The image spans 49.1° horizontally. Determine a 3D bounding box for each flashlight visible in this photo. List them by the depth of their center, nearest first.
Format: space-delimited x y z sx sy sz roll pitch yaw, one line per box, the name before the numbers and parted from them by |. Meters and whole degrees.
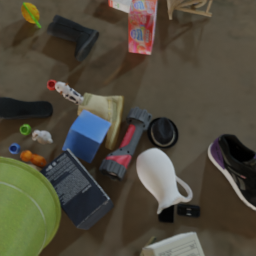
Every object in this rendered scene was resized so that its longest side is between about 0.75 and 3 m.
flashlight | -0.094 0.465 9.257 0.854 0.851 2.515 -3 55 45

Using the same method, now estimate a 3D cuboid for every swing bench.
swing bench | 2.528 -5.665 11.590 1.875 1.216 1.865 -3 68 -1

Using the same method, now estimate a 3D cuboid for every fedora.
fedora | 1.211 0.081 9.484 1.217 0.556 1.217 2 63 -3

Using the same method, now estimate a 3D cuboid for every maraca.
maraca | -3.903 -4.557 11.356 0.632 0.810 1.182 -34 78 3

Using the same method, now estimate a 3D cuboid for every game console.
game console | 1.588 2.593 8.694 1.286 0.155 0.759 5 68 4

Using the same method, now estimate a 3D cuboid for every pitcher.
pitcher | 1.136 1.571 8.698 1.543 1.090 1.798 -1 55 -41

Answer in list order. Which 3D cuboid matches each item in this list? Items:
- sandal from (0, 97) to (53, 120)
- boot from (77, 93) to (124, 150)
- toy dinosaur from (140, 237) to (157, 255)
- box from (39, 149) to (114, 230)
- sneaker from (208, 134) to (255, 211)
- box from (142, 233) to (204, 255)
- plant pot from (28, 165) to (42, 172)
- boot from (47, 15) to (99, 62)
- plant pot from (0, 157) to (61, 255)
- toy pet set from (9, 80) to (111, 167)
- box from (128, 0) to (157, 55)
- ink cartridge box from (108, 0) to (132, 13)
sandal | -3.765 -0.587 9.901 2.133 0.510 0.802 4 66 -12
boot | -0.996 -0.265 9.573 1.530 0.717 1.969 7 70 4
toy dinosaur | 0.097 4.523 7.650 1.304 0.702 2.958 5 64 -2
box | -1.434 1.836 8.079 1.150 1.856 1.825 -41 73 -14
sneaker | 3.733 1.441 8.523 1.131 1.308 2.987 -40 74 -15
box | 1.393 4.018 7.410 1.320 1.125 2.065 -13 70 -16
plant pot | -3.235 1.660 8.718 1.224 0.822 1.224 0 67 -1
boot | -2.347 -3.534 10.990 1.929 0.633 1.590 25 62 7
plant pot | -2.903 2.372 5.315 2.858 2.714 2.858 -2 107 -6
toy pet set | -2.118 0.084 8.719 2.625 1.493 2.811 27 85 -3
box | 0.523 -3.753 10.370 0.891 1.882 0.966 9 63 6
ink cartridge box | -0.422 -5.550 11.987 1.551 0.390 0.845 23 69 11
